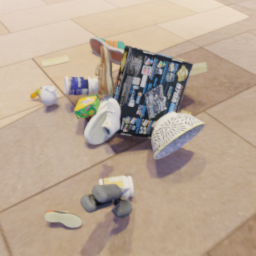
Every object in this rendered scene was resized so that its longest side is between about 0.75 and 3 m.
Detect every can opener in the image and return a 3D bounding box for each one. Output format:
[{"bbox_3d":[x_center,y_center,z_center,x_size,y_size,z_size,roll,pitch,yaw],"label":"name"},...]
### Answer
[{"bbox_3d":[-0.334,1.841,6.922,0.668,2.505,0.837,-41,74,3],"label":"can opener"}]

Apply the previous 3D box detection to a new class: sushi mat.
[{"bbox_3d":[-3.960,-3.611,15.141,1.493,0.090,0.714,-17,46,-18],"label":"sushi mat"}]

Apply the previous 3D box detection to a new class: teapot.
[{"bbox_3d":[-3.258,-1.355,11.809,0.653,0.883,0.894,2,12,-2],"label":"teapot"}]

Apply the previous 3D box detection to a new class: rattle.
[{"bbox_3d":[-3.884,-1.606,12.651,0.593,0.651,0.911,40,39,-8],"label":"rattle"}]

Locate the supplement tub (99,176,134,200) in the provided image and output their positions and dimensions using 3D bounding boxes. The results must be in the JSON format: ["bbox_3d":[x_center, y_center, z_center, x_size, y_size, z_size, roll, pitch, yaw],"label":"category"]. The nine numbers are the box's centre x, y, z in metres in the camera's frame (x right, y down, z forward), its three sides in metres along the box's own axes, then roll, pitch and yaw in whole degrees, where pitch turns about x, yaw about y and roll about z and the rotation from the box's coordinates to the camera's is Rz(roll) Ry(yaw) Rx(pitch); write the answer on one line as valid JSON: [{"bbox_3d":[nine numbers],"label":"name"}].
[{"bbox_3d":[-0.367,1.864,8.599,0.993,0.722,0.722,-7,43,-8],"label":"supplement tub"}]

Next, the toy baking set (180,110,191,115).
[{"bbox_3d":[1.631,-0.226,11.315,2.124,0.247,1.630,-32,48,-31],"label":"toy baking set"}]

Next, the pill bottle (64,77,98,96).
[{"bbox_3d":[-1.939,-1.734,11.614,1.332,0.771,0.771,-3,41,-19],"label":"pill bottle"}]

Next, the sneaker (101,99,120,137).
[{"bbox_3d":[-0.505,-0.260,7.956,0.382,1.038,0.600,7,30,25],"label":"sneaker"}]

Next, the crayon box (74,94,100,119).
[{"bbox_3d":[-1.549,-0.838,10.735,0.763,0.374,1.284,-16,25,9],"label":"crayon box"}]

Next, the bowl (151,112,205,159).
[{"bbox_3d":[1.441,0.108,9.209,1.983,1.983,0.931,-25,69,-25],"label":"bowl"}]

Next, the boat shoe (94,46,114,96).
[{"bbox_3d":[-0.981,-2.212,10.911,0.704,1.961,0.742,-5,-2,8],"label":"boat shoe"}]

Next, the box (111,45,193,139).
[{"bbox_3d":[0.674,-1.094,9.625,2.331,2.932,0.675,8,19,-20],"label":"box"}]

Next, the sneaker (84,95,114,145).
[{"bbox_3d":[-0.866,-0.469,11.135,1.060,1.093,2.994,-6,37,45],"label":"sneaker"}]

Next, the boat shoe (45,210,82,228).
[{"bbox_3d":[-1.827,2.559,7.991,1.052,0.374,0.329,12,2,-4],"label":"boat shoe"}]

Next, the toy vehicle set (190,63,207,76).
[{"bbox_3d":[1.666,-2.367,12.047,1.787,0.381,2.876,-18,15,-33],"label":"toy vehicle set"}]

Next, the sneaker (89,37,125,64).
[{"bbox_3d":[-0.870,-4.307,15.340,2.750,0.982,1.099,31,46,23],"label":"sneaker"}]
